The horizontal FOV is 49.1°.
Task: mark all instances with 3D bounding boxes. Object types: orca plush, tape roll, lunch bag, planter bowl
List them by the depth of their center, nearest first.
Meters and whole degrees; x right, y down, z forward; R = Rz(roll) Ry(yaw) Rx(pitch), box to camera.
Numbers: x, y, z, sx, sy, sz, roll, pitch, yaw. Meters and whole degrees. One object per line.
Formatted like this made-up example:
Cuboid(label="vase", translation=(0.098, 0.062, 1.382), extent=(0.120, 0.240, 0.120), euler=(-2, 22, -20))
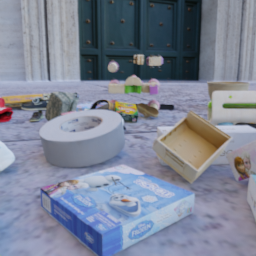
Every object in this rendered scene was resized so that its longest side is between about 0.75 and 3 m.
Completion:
Cuboid(label="tape roll", translation=(-1.088, 0.184, 6.795), extent=(1.987, 0.656, 1.987), euler=(-7, 22, 3))
Cuboid(label="orca plush", translation=(-0.607, -0.062, 9.567), extent=(0.967, 0.654, 1.839), euler=(43, 10, -12))
Cuboid(label="lunch bag", translation=(-2.390, -0.740, 10.474), extent=(0.859, 1.232, 1.034), euler=(32, 26, 28))
Cuboid(label="planter bowl", translation=(5.138, -1.674, 14.542), extent=(2.063, 1.389, 2.063), euler=(0, 12, 0))

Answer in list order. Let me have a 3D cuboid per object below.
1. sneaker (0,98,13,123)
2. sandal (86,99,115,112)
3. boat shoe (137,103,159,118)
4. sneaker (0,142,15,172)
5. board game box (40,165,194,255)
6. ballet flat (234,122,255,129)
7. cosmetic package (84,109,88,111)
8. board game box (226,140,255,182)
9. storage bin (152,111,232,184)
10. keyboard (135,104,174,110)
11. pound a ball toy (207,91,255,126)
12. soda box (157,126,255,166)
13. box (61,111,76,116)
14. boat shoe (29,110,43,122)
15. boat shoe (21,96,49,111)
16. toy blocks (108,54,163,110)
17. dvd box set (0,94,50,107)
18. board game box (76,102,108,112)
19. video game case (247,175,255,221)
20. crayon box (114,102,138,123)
Cuboid(label="sneaker", translation=(-5.307, -0.665, 11.660), extent=(1.337, 0.907, 2.314), euler=(8, 24, -2))
Cuboid(label="sandal", translation=(-1.131, -0.758, 11.338), extent=(1.133, 0.757, 2.772), euler=(20, 21, 28))
Cuboid(label="boat shoe", translation=(0.868, -0.680, 12.115), extent=(0.482, 0.437, 1.354), euler=(-15, 29, -26))
Cuboid(label="sneaker", translation=(-3.425, 0.286, 6.175), extent=(2.396, 0.960, 0.843), euler=(6, 37, 36))
Cuboid(label="board game box", translation=(-0.189, 1.086, 4.213), extent=(1.667, 0.363, 1.676), euler=(-9, 15, -40))
Cuboid(label="ballet flat", translation=(3.562, 0.204, 8.106), extent=(0.772, 0.660, 2.324), euler=(8, 6, 7))
Cuboid(label="cosmetic package", translation=(-1.693, -0.630, 12.202), extent=(0.431, 0.339, 0.800), euler=(0, 11, -7))
Cuboid(label="board game box", translation=(3.686, 0.015, 4.626), extent=(2.909, 0.600, 2.916), euler=(-11, -18, -19))
Cuboid(label="storage bin", translation=(1.225, 0.327, 5.536), extent=(1.098, 0.515, 1.090), euler=(-37, 60, -27))
Cuboid(label="keyboard", translation=(1.193, -1.117, 14.587), extent=(2.363, 0.303, 1.419), euler=(1, 12, 10))
Cuboid(label="pound a ball toy", translation=(4.350, -0.417, 9.948), extent=(2.933, 1.246, 1.912), euler=(2, -13, 8))
Cuboid(label="soda box", translation=(1.815, 0.386, 6.496), extent=(2.263, 0.771, 0.720), euler=(-1, 12, -4))
Cuboid(label="box", translation=(-1.560, -0.102, 8.973), extent=(0.621, 0.649, 1.302), euler=(-13, 20, -42))
Cuboid(label="boat shoe", translation=(-3.776, -0.491, 11.494), extent=(0.410, 0.363, 1.121), euler=(-1, 12, -3))
Cuboid(label="boat shoe", translation=(-4.418, -1.235, 14.123), extent=(2.174, 0.672, 0.814), euler=(1, 17, 17))
Cuboid(label="toy blocks", translation=(0.300, -2.144, 13.394), extent=(2.590, 2.771, 2.333), euler=(1, 18, 4))
Cuboid(label="dvd box set", translation=(-5.640, -1.445, 14.925), extent=(2.615, 0.384, 1.913), euler=(-10, 3, -40))
Cuboid(label="board game box", translation=(-1.862, -0.975, 13.781), extent=(1.379, 0.334, 1.824), euler=(5, 13, 23))
Cuboid(label="video game case", translation=(2.774, 1.216, 3.304), extent=(2.246, 0.511, 2.036), euler=(3, 12, 13))
Cuboid(label="crayon box", translation=(-0.108, -0.704, 11.447), extent=(0.892, 0.357, 1.405), euler=(7, 25, -9))
